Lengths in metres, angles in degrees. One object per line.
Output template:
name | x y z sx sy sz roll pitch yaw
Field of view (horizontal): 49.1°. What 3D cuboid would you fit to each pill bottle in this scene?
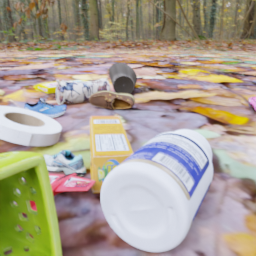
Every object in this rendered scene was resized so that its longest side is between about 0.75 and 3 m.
pill bottle | 0.761 0.934 5.361 1.532 1.532 2.560 10 20 26

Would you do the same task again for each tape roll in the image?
tape roll | -3.278 -0.086 8.760 2.386 0.436 2.386 19 13 -4

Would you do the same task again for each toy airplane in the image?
toy airplane | -1.603 1.345 5.887 1.877 0.345 1.877 -8 13 2

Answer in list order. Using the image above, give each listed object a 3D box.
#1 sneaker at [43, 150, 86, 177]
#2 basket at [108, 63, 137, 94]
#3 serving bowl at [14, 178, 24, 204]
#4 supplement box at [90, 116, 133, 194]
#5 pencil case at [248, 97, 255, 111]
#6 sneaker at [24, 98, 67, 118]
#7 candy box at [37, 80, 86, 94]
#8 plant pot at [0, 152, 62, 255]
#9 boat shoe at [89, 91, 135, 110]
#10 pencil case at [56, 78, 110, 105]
sneaker | -1.656 0.794 7.128 1.372 0.592 0.532 9 22 25
basket | -0.267 -2.640 15.710 1.832 1.381 2.031 34 20 -17
serving bowl | -3.579 1.117 5.821 2.648 0.871 2.648 1 20 0
supplement box | -0.528 0.534 7.328 0.999 0.966 2.904 0 20 -6
pencil case | 5.735 -1.049 12.496 0.547 0.530 1.169 34 20 -3
sneaker | -3.382 -0.819 11.442 1.724 0.769 0.677 -5 20 -16
candy box | -3.703 -2.504 16.765 2.995 0.395 1.531 -14 22 -35
plant pot | -2.229 1.348 3.835 1.692 1.856 1.865 8 20 37
boat shoe | -0.757 -1.188 12.490 2.090 0.752 0.706 3 27 4
pencil case | -2.169 -1.830 13.679 2.647 1.184 1.030 -10 23 -29
